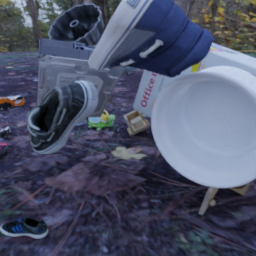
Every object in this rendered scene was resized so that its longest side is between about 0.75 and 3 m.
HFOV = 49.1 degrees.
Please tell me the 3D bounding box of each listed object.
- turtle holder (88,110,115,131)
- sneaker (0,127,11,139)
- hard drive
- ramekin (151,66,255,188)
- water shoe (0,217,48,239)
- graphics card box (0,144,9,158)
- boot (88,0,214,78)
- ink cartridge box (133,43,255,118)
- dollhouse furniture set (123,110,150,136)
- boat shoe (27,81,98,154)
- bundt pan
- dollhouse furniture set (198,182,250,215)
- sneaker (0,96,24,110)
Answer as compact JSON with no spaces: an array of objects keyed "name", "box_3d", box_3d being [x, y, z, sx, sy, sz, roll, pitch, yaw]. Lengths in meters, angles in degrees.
[{"name":"turtle holder","box_3d":[-1.115,-0.358,11.210,0.821,0.768,1.081,-13,23,-32]},{"name":"sneaker","box_3d":[-4.760,0.210,10.395,0.524,0.343,0.906,-6,10,-1]},{"name":"hard drive","box_3d":[-1.332,-1.067,7.146,1.893,0.513,2.709,3,-26,-18]},{"name":"ramekin","box_3d":[1.438,-0.074,4.610,1.926,1.926,0.939,14,31,33]},{"name":"water shoe","box_3d":[-2.070,1.922,5.577,0.984,0.388,0.352,3,20,7]},{"name":"graphics card box","box_3d":[-4.364,0.832,8.642,0.785,0.318,1.251,4,22,9]},{"name":"boot","box_3d":[0.165,-1.149,4.319,1.174,0.946,2.600,34,-6,-12]},{"name":"ink cartridge box","box_3d":[1.706,-0.877,6.234,2.483,1.804,1.796,27,27,20]},{"name":"dollhouse furniture set","box_3d":[1.349,0.139,9.773,2.418,1.520,2.734,-26,23,0]},{"name":"boat shoe","box_3d":[-1.501,-0.177,5.292,0.837,0.851,2.361,-3,-27,-41]},{"name":"bundt pan","box_3d":[-1.614,-3.182,9.259,1.927,0.723,1.927,-12,56,18]},{"name":"dollhouse furniture set","box_3d":[2.789,1.265,5.910,1.788,1.700,1.456,26,34,25]},{"name":"sneaker","box_3d":[-6.095,-1.258,14.063,0.761,0.627,1.655,4,12,31]}]
